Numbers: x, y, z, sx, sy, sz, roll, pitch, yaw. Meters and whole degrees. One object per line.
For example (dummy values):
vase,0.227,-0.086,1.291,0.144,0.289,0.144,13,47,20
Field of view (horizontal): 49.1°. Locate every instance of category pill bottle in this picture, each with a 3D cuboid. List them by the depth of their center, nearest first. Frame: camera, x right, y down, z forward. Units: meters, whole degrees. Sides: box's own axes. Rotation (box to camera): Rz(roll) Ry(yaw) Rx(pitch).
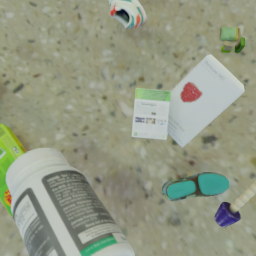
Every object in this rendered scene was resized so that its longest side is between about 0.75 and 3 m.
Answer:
pill bottle,-1.228,1.693,5.258,1.530,1.530,2.705,-36,54,-9

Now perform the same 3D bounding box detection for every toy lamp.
toy lamp,1.604,0.940,3.815,0.329,0.329,1.129,37,117,9

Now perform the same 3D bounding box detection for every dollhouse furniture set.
dollhouse furniture set,3.409,-3.006,9.180,0.628,0.481,0.959,4,75,1

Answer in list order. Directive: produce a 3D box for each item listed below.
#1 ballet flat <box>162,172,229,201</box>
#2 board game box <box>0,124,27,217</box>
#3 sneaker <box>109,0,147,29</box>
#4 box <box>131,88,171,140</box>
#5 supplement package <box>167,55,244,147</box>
ballet flat,1.365,1.199,5.823,1.447,0.537,0.537,-2,74,-14
board game box,-3.356,1.178,8.000,1.203,0.564,2.369,-38,78,-9
sneaker,-0.256,-3.419,7.564,0.800,0.602,1.711,-39,94,-37
box,0.425,-0.254,5.166,0.655,0.165,0.907,6,91,1
supplement package,1.413,-0.579,5.767,0.980,0.968,1.616,45,115,4
